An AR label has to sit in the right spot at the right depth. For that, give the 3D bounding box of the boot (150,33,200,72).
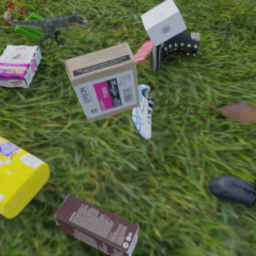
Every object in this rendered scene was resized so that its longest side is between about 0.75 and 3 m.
[{"bbox_3d":[2.264,-3.790,13.494,2.303,1.100,3.049,8,51,4],"label":"boot"}]

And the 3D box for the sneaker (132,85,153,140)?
[{"bbox_3d":[0.519,-0.550,9.212,0.695,0.689,1.917,-20,66,30],"label":"sneaker"}]

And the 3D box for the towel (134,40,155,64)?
[{"bbox_3d":[0.707,-3.172,11.622,1.512,0.170,1.093,-53,26,-17],"label":"towel"}]

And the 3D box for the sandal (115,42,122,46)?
[{"bbox_3d":[-0.542,-4.188,14.367,0.347,0.233,0.863,18,53,14],"label":"sandal"}]

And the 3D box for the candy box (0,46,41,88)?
[{"bbox_3d":[-5.127,-2.868,12.971,1.568,0.701,2.299,3,51,3],"label":"candy box"}]

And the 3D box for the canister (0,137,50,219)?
[{"bbox_3d":[-4.273,1.400,9.158,2.796,1.210,2.077,26,55,18],"label":"canister"}]

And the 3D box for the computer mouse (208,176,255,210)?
[{"bbox_3d":[3.596,1.970,9.134,1.862,0.491,1.290,10,52,8],"label":"computer mouse"}]

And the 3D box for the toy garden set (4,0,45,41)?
[{"bbox_3d":[-4.025,-4.218,10.948,2.020,1.684,0.403,1,74,51],"label":"toy garden set"}]

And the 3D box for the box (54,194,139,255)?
[{"bbox_3d":[-0.862,2.873,7.987,2.269,1.136,0.850,19,53,14],"label":"box"}]

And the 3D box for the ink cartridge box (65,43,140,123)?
[{"bbox_3d":[-0.585,-1.131,7.565,1.641,1.992,0.748,-19,60,-3],"label":"ink cartridge box"}]

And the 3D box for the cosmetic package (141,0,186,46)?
[{"bbox_3d":[1.179,-3.584,9.509,1.188,0.732,1.192,-26,42,16],"label":"cosmetic package"}]

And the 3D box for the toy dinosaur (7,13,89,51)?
[{"bbox_3d":[-2.892,-3.577,10.395,2.794,1.231,0.663,-13,46,-20],"label":"toy dinosaur"}]
